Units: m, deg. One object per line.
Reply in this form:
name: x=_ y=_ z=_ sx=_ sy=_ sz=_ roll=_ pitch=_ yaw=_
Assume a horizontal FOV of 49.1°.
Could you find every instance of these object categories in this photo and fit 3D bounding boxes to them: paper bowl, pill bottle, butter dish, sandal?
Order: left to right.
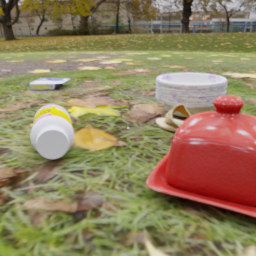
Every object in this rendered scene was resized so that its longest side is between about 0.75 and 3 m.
pill bottle: x=-2.159 y=0.102 z=8.009 sx=1.148 sy=1.148 sz=2.202 roll=-5 pitch=18 yaw=-14
sandal: x=1.885 y=-0.310 z=9.615 sx=1.104 sy=0.990 sz=3.010 roll=-6 pitch=20 yaw=-17
paper bowl: x=2.620 y=-1.405 z=11.936 sx=2.919 sy=1.518 sz=2.919 roll=0 pitch=20 yaw=0
butter dish: x=2.107 y=0.321 z=6.171 sx=2.797 sy=2.073 sz=2.805 roll=10 pitch=21 yaw=25

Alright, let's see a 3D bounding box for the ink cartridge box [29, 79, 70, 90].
ink cartridge box: x=-4.782 y=-2.738 z=17.447 sx=2.032 sy=0.477 sz=2.008 roll=3 pitch=18 yaw=3
